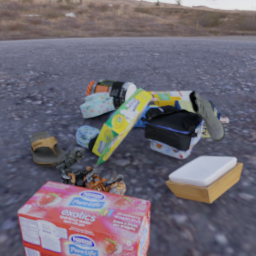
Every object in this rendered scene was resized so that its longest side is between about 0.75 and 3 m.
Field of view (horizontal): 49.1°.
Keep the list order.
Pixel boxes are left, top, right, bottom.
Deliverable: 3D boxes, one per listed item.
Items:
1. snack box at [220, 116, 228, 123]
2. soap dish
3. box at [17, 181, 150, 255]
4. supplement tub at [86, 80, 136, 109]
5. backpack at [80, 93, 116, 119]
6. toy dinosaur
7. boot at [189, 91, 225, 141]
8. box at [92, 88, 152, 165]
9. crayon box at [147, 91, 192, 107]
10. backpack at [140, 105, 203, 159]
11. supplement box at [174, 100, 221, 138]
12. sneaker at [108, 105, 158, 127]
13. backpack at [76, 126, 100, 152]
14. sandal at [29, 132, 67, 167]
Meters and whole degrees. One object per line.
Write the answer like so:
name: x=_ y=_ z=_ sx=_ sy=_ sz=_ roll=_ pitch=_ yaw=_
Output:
snack box: x=4.193 y=-0.445 z=13.877 sx=1.431 sy=0.174 sz=0.514 roll=4 pitch=24 yaw=9
soap dish: x=2.296 y=1.497 z=8.336 sx=1.899 sy=0.771 sz=1.494 roll=-20 pitch=11 yaw=-38
box: x=-0.918 y=2.281 z=6.319 sx=2.685 sy=1.338 sz=1.282 roll=7 pitch=25 yaw=16
supplement tub: x=-0.916 y=-1.827 z=15.320 sx=2.475 sy=1.516 sz=1.516 roll=11 pitch=26 yaw=23
backpack: x=-1.587 y=-1.093 z=13.984 sx=1.386 sy=1.209 sz=1.577 roll=0 pitch=26 yaw=45
toy dinosaur: x=-1.472 y=1.671 z=7.860 sx=2.722 sy=1.390 sz=1.847 roll=-1 pitch=43 yaw=-8
boot: x=2.659 y=-0.404 z=9.800 sx=1.165 sy=0.604 sz=1.784 roll=21 pitch=44 yaw=-40
box: x=-0.299 y=-0.059 z=10.408 sx=0.722 sy=1.752 sz=2.987 roll=34 pitch=47 yaw=4
crayon box: x=2.484 y=-1.450 z=15.461 sx=2.797 sy=0.721 sz=1.758 roll=0 pitch=24 yaw=-2
backpack: x=1.887 y=0.096 z=10.816 sx=2.216 sy=1.707 sz=2.111 roll=23 pitch=36 yaw=29
supplement box: x=3.027 y=-0.440 z=12.640 sx=1.738 sy=1.168 sz=1.739 roll=0 pitch=24 yaw=1
sneaker: x=0.511 y=-0.457 z=12.991 sx=2.807 sy=0.925 sz=1.101 roll=-7 pitch=27 yaw=-16
backpack: x=-1.554 y=0.400 z=11.294 sx=1.010 sy=0.952 sz=1.239 roll=-28 pitch=20 yaw=-38
sandal: x=-3.089 y=0.643 z=10.654 sx=1.204 sy=0.804 sz=2.947 roll=-11 pitch=26 yaw=-24
